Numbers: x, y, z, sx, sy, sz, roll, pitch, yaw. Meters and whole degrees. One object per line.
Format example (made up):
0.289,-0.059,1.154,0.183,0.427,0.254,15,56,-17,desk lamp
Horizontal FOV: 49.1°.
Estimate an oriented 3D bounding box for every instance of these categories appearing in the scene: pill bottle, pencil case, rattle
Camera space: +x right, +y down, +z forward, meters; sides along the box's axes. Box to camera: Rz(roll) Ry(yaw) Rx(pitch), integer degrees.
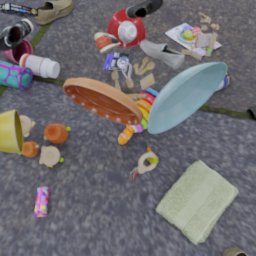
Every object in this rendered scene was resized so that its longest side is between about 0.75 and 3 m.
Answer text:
3.565,-1.948,12.043,1.511,0.845,0.845,-22,57,-16,pill bottle
-3.966,-2.749,12.620,1.587,0.869,0.869,14,55,10,pill bottle
-2.813,2.413,9.129,0.434,0.434,0.981,-5,53,-3,pencil case
-5.431,-2.443,12.248,2.412,1.115,1.026,17,56,11,pencil case
0.444,1.229,10.026,1.140,0.743,0.815,-43,49,3,rattle

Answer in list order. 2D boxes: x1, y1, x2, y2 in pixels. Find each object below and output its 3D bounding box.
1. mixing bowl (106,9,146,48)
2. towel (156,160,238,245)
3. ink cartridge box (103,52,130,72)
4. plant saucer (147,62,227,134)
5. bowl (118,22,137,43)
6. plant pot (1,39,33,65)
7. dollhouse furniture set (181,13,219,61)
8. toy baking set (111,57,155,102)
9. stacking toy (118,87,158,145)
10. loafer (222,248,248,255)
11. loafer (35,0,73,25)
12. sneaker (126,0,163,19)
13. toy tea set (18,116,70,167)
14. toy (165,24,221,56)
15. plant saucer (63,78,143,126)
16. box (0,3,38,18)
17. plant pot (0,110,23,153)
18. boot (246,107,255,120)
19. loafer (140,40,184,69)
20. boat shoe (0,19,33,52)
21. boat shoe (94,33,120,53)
-0.109,-5.213,14.253,2.146,1.162,2.146,-1,54,1,mixing bowl
2.262,2.318,9.176,1.848,0.454,2.490,36,61,24,towel
-0.542,-3.168,13.321,1.105,0.240,1.095,7,55,6,ink cartridge box
1.577,-0.954,8.192,2.882,2.882,0.555,-30,69,-20,plant saucer
0.057,-3.957,11.598,0.861,0.861,0.404,-32,31,-21,bowl
-5.306,-3.627,13.168,1.069,1.195,1.195,17,54,30,plant pot
2.647,-3.285,10.101,0.684,1.546,0.801,11,9,-39,dollhouse furniture set
0.137,-1.507,9.059,2.000,0.233,1.535,-5,63,42,toy baking set
0.401,-0.304,10.795,1.320,1.396,2.405,34,75,23,stacking toy
2.744,4.335,7.485,0.901,0.799,2.370,14,55,10,loafer
-4.035,-6.560,15.406,0.964,0.855,2.535,31,60,21,loafer
0.651,-3.775,8.901,1.328,0.497,0.705,-28,33,-10,sneaker
-3.492,0.425,10.480,2.697,0.998,1.604,15,85,7,toy tea set
3.300,-4.687,14.201,1.482,0.607,2.573,-31,60,-21,toy
-0.712,-0.787,8.387,2.528,2.528,0.408,21,76,14,plant saucer
-4.216,-4.479,10.705,0.962,0.278,1.210,14,16,38,box
-3.590,0.158,8.021,0.896,1.262,1.262,-8,54,-12,plant pot
5.655,-0.326,11.077,1.171,0.656,1.693,-19,43,-8,boot
1.039,-2.340,8.504,1.493,0.521,0.522,31,45,14,loafer
-4.364,-3.366,10.422,1.943,0.698,0.657,-18,33,35,boat shoe
-0.721,-2.923,9.527,0.652,0.573,1.832,-28,11,16,boat shoe
